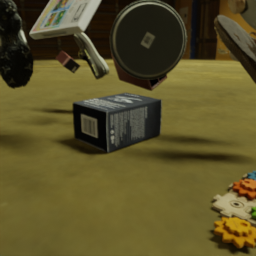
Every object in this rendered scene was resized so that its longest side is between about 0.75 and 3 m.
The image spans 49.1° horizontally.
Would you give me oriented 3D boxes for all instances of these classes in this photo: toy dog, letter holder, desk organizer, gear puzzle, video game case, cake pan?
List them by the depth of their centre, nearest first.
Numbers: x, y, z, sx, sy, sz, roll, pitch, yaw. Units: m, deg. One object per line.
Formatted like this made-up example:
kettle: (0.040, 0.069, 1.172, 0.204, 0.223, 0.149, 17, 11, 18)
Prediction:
gear puzzle: (2.388, 1.340, 5.145, 2.797, 0.366, 1.449, -16, 23, -42)
video game case: (-1.586, -3.644, 8.086, 2.228, 2.448, 0.290, 8, -23, 39)
toy dog: (3.748, -3.110, 8.317, 1.616, 2.451, 1.180, -2, 11, 8)
cake pan: (0.719, -3.063, 9.860, 2.749, 2.749, 0.504, 0, 15, 0)
desk organizer: (-2.247, -2.458, 10.531, 0.447, 0.416, 1.161, 43, 4, 7)
letter holder: (0.429, -2.708, 12.044, 1.070, 1.512, 2.128, -40, 42, -22)

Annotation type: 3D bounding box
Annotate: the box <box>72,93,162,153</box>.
box: (-0.309, -0.282, 8.905, 2.354, 1.228, 1.742, -15, 23, -40)

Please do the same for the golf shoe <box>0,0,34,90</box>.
golf shoe: (-3.574, -2.569, 8.537, 1.051, 2.703, 1.277, -13, 35, -25)

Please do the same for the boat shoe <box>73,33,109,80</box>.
boat shoe: (-1.687, -3.089, 11.888, 0.680, 2.275, 0.813, -35, -3, -13)

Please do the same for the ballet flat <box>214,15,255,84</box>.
ballet flat: (3.073, -1.675, 7.146, 0.936, 2.779, 0.644, -46, 5, -38)
